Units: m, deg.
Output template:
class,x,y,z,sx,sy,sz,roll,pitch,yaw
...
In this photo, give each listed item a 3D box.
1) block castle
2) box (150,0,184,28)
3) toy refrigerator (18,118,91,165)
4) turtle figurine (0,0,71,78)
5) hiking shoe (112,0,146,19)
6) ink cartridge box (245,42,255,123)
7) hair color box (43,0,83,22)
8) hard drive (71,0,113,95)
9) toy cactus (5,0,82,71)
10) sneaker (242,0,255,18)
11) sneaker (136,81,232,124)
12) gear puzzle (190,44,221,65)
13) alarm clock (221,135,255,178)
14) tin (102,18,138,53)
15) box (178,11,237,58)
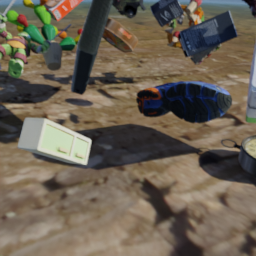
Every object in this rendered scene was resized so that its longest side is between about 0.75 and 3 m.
class,x,y,z,sx,sy,sz,roll,pitch,yaw
block castle,2.333,-4.367,11.577,1.513,2.264,1.062,22,65,30
box,1.265,-3.846,9.146,0.881,0.652,0.459,-25,55,20
toy refrigerator,-1.129,0.258,4.599,0.444,0.482,1.270,3,-16,26
turtle figurine,-2.699,-2.230,6.885,1.900,1.367,1.842,-23,38,25
hiking shoe,-0.323,-4.800,10.659,1.060,1.409,2.800,-30,24,-15
ink cartridge box,3.443,-1.176,6.742,0.944,1.636,2.248,7,-13,21
hair color box,-2.215,-4.441,9.749,0.758,0.457,1.493,35,75,31
hard drive,-0.984,-2.246,7.473,0.471,1.999,2.864,17,-15,-11
toy cactus,-2.364,-2.873,8.853,2.694,1.377,2.223,14,54,-48
sneaker,2.405,-2.574,5.554,1.121,0.648,0.424,15,-10,3
sneaker,1.359,-0.790,6.917,1.036,0.995,2.642,-30,27,-33
gear puzzle,2.358,-2.248,7.990,1.221,0.160,0.633,-38,30,17
alarm clock,3.563,0.742,7.560,2.187,0.728,1.475,24,38,32
tin,-0.396,-3.294,10.110,1.363,0.510,2.434,38,3,-19
box,1.871,-2.223,6.774,1.182,0.633,0.877,-21,9,12
